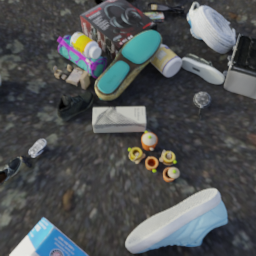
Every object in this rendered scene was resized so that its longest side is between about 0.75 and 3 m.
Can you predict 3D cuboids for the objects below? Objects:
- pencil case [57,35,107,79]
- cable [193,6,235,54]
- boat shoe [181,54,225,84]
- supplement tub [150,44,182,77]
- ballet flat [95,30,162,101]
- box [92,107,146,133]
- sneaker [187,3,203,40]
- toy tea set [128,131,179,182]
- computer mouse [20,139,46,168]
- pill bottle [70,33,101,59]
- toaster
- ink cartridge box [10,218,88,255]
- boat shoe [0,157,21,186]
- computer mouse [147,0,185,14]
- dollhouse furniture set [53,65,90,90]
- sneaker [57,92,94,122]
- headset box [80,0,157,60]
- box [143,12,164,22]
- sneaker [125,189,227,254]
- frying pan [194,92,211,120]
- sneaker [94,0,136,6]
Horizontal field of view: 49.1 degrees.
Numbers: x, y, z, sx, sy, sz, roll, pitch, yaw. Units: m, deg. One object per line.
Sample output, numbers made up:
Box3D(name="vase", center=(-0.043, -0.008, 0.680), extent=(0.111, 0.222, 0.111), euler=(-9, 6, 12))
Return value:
Box3D(name="pencil case", center=(-1.572, -2.456, 9.603), extent=(1.824, 0.843, 0.776), euler=(37, 98, 21))
Box3D(name="cable", center=(3.007, -3.436, 9.786), extent=(1.803, 0.624, 1.803), euler=(34, 43, -20))
Box3D(name="boat shoe", center=(2.592, -2.058, 9.519), extent=(1.637, 0.579, 0.521), euler=(34, 66, 20))
Box3D(name="supplement tub", center=(1.226, -2.327, 9.560), extent=(0.767, 0.767, 1.054), euler=(-32, 65, -17))
Box3D(name="ballet flat", center=(-0.008, -2.003, 9.164), extent=(1.029, 1.029, 2.910), euler=(35, 75, 19))
Box3D(name="box", center=(-0.265, -0.241, 8.457), extent=(1.577, 0.539, 0.648), euler=(-3, 59, -2))
Box3D(name="sneaker", center=(2.675, -4.093, 10.652), extent=(0.631, 0.730, 1.684), euler=(-10, 61, -8))
Box3D(name="toy tea set", center=(0.806, 0.782, 7.814), extent=(1.600, 0.592, 0.952), euler=(33, 65, 18))
Box3D(name="computer mouse", center=(-2.675, 0.708, 8.073), extent=(0.479, 0.192, 0.873), euler=(32, 69, 29))
Box3D(name="pill bottle", center=(-1.343, -2.612, 8.987), extent=(1.004, 0.548, 0.548), euler=(38, 66, 25))
Box3D(name="toaster", center=(4.215, -1.980, 9.144), extent=(1.918, 1.138, 1.734), euler=(19, 61, 11))
Box3D(name="ink cartridge box", center=(-1.756, 3.261, 5.402), extent=(1.687, 1.658, 2.292), euler=(46, 66, -10))
Box3D(name="boat shoe", center=(-3.287, 1.195, 7.661), extent=(0.341, 0.321, 0.950), euler=(39, 68, -2))
Box3D(name="computer mouse", center=(1.549, -5.766, 11.745), extent=(1.520, 0.608, 2.772), euler=(0, 64, 5))
Box3D(name="dollhouse furniture set", center=(-1.842, -1.855, 9.427), extent=(1.193, 0.528, 0.618), euler=(22, 62, 13))
Box3D(name="sneaker", center=(-1.626, -0.811, 8.676), extent=(1.347, 0.772, 0.515), euler=(-35, 67, -21))
Box3D(name="headset box", center=(-0.424, -3.690, 10.278), extent=(1.815, 0.942, 2.440), euler=(-37, 67, -19))
Box3D(name="box", center=(1.008, -4.405, 11.173), extent=(0.783, 0.136, 0.431), euler=(-5, 59, -3))
Box3D(name="sneaker", center=(1.226, 2.495, 6.644), extent=(2.562, 0.947, 1.050), euler=(-28, 92, 1))
Box3D(name="frying pan", center=(2.259, -0.749, 8.828), extent=(0.545, 0.147, 0.901), euler=(32, 82, 16))
Box3D(name="sneaker", center=(-0.494, -5.197, 11.375), extent=(1.689, 0.632, 0.897), euler=(15, 60, 22))
